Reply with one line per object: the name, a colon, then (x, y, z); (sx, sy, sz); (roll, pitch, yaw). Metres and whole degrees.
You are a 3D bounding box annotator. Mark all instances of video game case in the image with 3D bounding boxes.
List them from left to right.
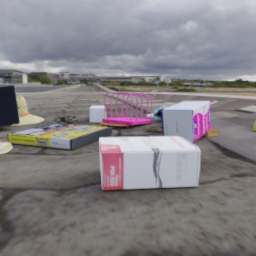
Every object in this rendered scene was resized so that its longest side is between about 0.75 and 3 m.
video game case: (-2.103, 0.217, 9.162); (2.314, 0.327, 2.561); (4, 9, 21)

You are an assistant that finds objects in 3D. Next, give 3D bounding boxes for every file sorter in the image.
file sorter: (0.044, -0.863, 12.125); (1.416, 1.278, 2.038); (6, 6, 29)

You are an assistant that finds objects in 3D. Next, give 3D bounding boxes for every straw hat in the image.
straw hat: (-5.332, -0.887, 13.121); (2.873, 1.216, 2.873); (-1, 10, 0)

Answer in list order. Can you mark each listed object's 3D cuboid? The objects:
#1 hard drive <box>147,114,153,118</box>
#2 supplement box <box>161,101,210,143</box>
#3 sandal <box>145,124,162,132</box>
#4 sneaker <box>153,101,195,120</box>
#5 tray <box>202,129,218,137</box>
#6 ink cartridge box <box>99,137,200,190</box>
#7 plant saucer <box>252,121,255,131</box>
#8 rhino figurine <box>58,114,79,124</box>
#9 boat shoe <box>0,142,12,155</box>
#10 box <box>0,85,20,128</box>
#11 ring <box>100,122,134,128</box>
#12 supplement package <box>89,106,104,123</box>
hard drive: (1.659, -0.593, 14.524); (1.180, 0.155, 0.778); (7, 12, 35)
supplement box: (1.969, -0.254, 9.260); (1.040, 1.018, 2.012); (1, 14, 30)
sandal: (1.212, 0.033, 10.491); (1.136, 0.307, 0.456); (-13, 0, 15)
sneaker: (2.231, -0.561, 12.675); (1.122, 1.008, 2.598); (-26, 18, -39)
tray: (2.705, 0.129, 10.113); (0.504, 0.189, 1.021); (-5, 11, -25)
ink cartridge box: (0.339, 0.625, 5.419); (1.752, 0.743, 1.276); (-2, 10, -6)
plant saucer: (5.911, -0.484, 10.948); (1.989, 0.476, 1.986); (-18, -1, 30)
rhino figurine: (-2.247, -0.324, 10.306); (0.448, 0.306, 1.024); (-17, -9, 16)
boat shoe: (-3.484, 0.485, 7.251); (0.440, 0.413, 1.193); (3, 10, 17)
box: (-6.204, -0.745, 10.572); (2.719, 1.554, 2.986); (7, 16, 41)
ring: (-0.443, -0.136, 11.660); (1.464, 0.140, 1.464); (3, 6, 0)
supplement package: (-1.454, -0.671, 13.401); (0.700, 0.674, 1.231); (0, 9, -1)
